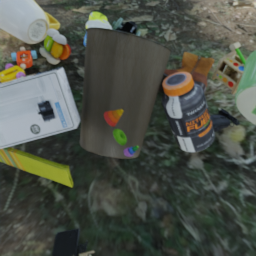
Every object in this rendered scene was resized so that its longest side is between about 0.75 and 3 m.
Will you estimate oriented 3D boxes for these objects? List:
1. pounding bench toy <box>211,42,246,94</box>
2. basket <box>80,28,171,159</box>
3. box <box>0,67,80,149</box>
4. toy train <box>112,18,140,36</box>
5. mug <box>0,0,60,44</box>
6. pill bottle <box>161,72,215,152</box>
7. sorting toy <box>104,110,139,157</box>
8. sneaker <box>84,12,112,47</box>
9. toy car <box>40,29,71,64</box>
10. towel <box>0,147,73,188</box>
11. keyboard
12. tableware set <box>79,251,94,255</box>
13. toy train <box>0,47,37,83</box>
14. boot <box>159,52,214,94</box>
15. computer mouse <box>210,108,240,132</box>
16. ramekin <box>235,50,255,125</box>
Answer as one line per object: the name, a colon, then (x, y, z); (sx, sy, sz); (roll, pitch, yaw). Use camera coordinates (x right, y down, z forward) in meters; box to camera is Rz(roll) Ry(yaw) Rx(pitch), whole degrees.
pounding bench toy: (3.076, -1.685, 7.828); (0.728, 1.173, 0.915); (-33, 63, -25)
basket: (-0.205, -0.801, 7.340); (1.956, 2.876, 2.593); (17, 10, 33)
box: (-2.506, -0.388, 6.473); (2.443, 1.425, 0.735); (-14, 18, 2)
toy train: (-0.516, -2.769, 10.281); (1.179, 1.577, 2.767); (32, 58, -8)
mug: (-4.214, -4.725, 11.947); (1.976, 1.928, 2.407); (40, 65, 21)
pill bottle: (1.589, -0.436, 7.598); (1.135, 2.138, 1.135); (-18, 37, 14)
sorting toy: (-0.093, 0.051, 5.822); (0.382, 0.380, 1.103); (-1, 61, -61)
sneaker: (-1.058, -3.023, 9.353); (0.827, 1.147, 2.184); (14, 34, -11)
toy car: (-2.815, -3.201, 11.181); (0.977, 1.141, 1.303); (0, 35, -49)
towel: (-2.508, 0.939, 7.325); (2.255, 0.971, 0.204); (17, 55, 12)
keyboard: (-1.270, 3.054, 6.026); (0.873, 0.332, 1.678); (-15, 47, 18)
tableware set: (-1.121, 2.882, 5.734); (0.896, 0.179, 0.592); (-19, 44, 14)
toy train: (-4.615, -2.100, 10.336); (2.589, 0.720, 1.945); (-13, 48, -16)
boot: (1.948, -2.231, 10.344); (2.236, 0.813, 2.375); (14, 49, 13)
computer mouse: (2.783, -0.237, 8.803); (1.280, 0.337, 0.886); (-22, 44, -18)
ramekin: (3.664, -0.782, 6.519); (2.262, 2.262, 1.105); (25, 71, 21)
